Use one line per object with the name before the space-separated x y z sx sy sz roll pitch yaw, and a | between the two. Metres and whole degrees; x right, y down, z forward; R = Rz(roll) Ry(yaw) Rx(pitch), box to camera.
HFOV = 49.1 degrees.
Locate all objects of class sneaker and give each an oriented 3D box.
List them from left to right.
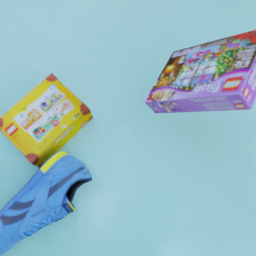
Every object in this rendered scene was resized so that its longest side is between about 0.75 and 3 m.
sneaker | -1.916 1.801 6.029 1.085 0.912 2.767 37 76 13

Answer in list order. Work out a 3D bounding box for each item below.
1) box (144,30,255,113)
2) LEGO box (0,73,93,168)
box | 1.388 -0.957 5.063 0.407 2.081 1.424 42 66 -30
LEGO box | -1.990 -0.178 6.753 1.362 0.706 1.829 43 78 12
